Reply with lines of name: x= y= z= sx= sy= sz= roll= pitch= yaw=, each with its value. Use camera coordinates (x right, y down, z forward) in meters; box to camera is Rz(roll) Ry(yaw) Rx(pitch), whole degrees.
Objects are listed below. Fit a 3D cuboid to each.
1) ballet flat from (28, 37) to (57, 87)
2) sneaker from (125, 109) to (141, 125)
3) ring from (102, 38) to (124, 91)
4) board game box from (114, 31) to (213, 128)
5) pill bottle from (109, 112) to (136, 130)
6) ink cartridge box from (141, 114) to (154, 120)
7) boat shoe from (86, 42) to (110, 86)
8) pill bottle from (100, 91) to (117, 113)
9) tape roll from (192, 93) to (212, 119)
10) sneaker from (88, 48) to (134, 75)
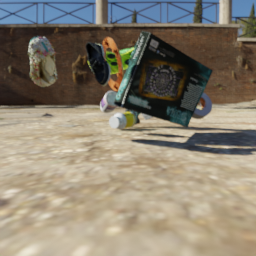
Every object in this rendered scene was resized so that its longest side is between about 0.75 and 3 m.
ballet flat: x=-2.147 y=-1.496 z=7.220 sx=0.743 sy=0.628 sz=1.965 roll=-36 pitch=-13 yaw=-20
sneaker: x=0.212 y=-0.809 z=11.089 sx=0.655 sy=1.652 sz=0.623 roll=5 pitch=-27 yaw=3
ring: x=-0.523 y=-1.858 z=8.316 sx=0.151 sy=1.576 sz=1.576 roll=-15 pitch=11 yaw=-21
board game box: x=1.103 y=-1.192 z=7.916 sx=2.908 sy=1.967 sz=0.409 roll=14 pitch=12 yaw=-42
pill bottle: x=-0.197 y=-0.247 z=9.919 sx=0.572 sy=0.572 sz=1.021 roll=4 pitch=9 yaw=33
ink cartridge box: x=1.070 y=-0.868 z=10.546 sx=0.831 sy=0.482 sz=1.148 roll=-19 pitch=22 yaw=45
boat shoe: x=-0.763 y=-1.566 z=6.679 sx=0.484 sy=1.295 sz=0.429 roll=-31 pitch=-33 yaw=34
pill bottle: x=-0.588 y=-0.759 z=8.711 sx=0.486 sy=0.486 sz=0.872 roll=-2 pitch=-15 yaw=-20
tape roll: x=2.488 y=-0.814 z=9.992 sx=0.983 sy=0.983 sz=0.325 roll=-2 pitch=-19 yaw=-18
sneaker: x=-0.304 y=-2.377 z=10.067 sx=2.231 sy=0.826 sz=0.932 roll=-12 pitch=7 yaw=-7
